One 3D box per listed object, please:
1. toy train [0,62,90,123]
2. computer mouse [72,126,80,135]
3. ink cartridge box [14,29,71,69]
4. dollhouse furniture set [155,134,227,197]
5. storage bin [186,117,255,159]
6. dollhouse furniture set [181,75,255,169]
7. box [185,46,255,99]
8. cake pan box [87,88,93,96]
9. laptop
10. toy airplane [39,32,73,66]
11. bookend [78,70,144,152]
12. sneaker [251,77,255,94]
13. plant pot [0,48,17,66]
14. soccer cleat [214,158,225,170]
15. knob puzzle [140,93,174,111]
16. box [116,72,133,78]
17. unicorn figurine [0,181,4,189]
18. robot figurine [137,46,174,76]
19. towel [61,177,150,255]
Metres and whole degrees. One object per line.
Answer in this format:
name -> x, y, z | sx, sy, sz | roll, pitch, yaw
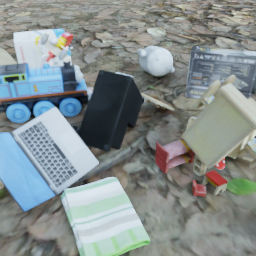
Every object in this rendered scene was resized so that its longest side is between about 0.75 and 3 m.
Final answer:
toy train -> -2.666, -1.170, 8.681 | 2.937, 1.678, 1.273 | -8, 35, -11
computer mouse -> -1.745, 0.121, 8.088 | 1.559, 0.265, 0.457 | 18, 63, 29
ink cartridge box -> -3.577, -3.155, 11.756 | 2.067, 1.517, 1.510 | -11, 36, -16
dollhouse furniture set -> 1.440, 0.886, 6.559 | 0.873, 0.660, 1.622 | -18, 38, -25
storage bin -> 2.733, -0.105, 7.926 | 1.589, 0.750, 1.600 | 28, 43, 32
dollhouse furniture set -> 2.688, -0.282, 6.570 | 2.432, 1.615, 2.131 | -23, 66, -38
box -> 3.152, -1.780, 9.554 | 2.184, 1.729, 0.528 | 9, 36, 14
cake pan box -> -1.290, -1.182, 10.034 | 0.788, 0.206, 0.725 | 5, 36, 7
laptop -> -1.826, 0.501, 5.968 | 1.917, 1.111, 1.795 | -36, 82, -23
toy airplane -> -2.136, -2.335, 8.123 | 1.020, 0.720, 1.016 | -2, 70, 5
bookend -> -0.391, -0.276, 7.802 | 0.906, 1.954, 1.966 | 15, -7, 16
sneaker -> 4.570, -1.938, 10.574 | 1.134, 0.809, 2.287 | 15, 45, 26
plant pot -> -4.736, -2.213, 10.811 | 1.347, 1.261, 1.261 | 34, 45, 21
soccer cleat -> 2.019, 0.592, 6.914 | 0.350, 0.435, 1.021 | -31, 69, -9
knob puzzle -> 0.885, -0.774, 8.869 | 1.327, 0.184, 1.327 | 24, 9, -4
box -> -0.299, -1.855, 10.968 | 0.729, 0.193, 0.935 | 15, 36, 10
unicorn figurine -> -3.168, 1.385, 5.556 | 1.619, 0.870, 2.357 | 21, 39, -42
robot figurine -> 1.122, -2.702, 11.301 | 1.632, 1.087, 1.925 | 21, 14, -20
towel -> -0.511, 1.743, 5.630 | 1.333, 0.274, 1.786 | -14, 36, -19
